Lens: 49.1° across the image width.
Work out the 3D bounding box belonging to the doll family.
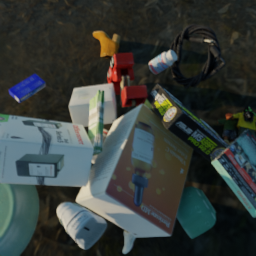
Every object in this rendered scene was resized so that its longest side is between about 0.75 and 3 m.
[{"bbox_3d":[4.115,-0.027,8.856,2.388,0.937,1.380,15,61,1],"label":"doll family"}]

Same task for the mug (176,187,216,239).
[{"bbox_3d":[1.677,2.055,7.268,0.863,1.396,1.147,-33,106,6],"label":"mug"}]

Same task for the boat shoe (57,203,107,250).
[{"bbox_3d":[-0.982,2.046,6.091,0.697,2.089,0.768,38,66,21],"label":"boat shoe"}]

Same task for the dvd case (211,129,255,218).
[{"bbox_3d":[2.821,0.937,6.439,1.948,0.214,1.422,-28,78,-43],"label":"dvd case"}]

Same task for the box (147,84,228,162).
[{"bbox_3d":[1.728,0.031,7.394,2.468,1.977,0.546,35,106,-24],"label":"box"}]

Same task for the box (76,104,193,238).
[{"bbox_3d":[0.279,1.081,6.952,1.939,1.354,2.546,37,53,-19],"label":"box"}]

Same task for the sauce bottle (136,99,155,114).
[{"bbox_3d":[0.565,-0.424,8.363,0.471,0.471,1.426,-12,37,-6],"label":"sauce bottle"}]

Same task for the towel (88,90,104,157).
[{"bbox_3d":[-0.839,-0.068,6.748,0.227,1.103,1.478,6,76,-22],"label":"towel"}]

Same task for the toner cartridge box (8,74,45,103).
[{"bbox_3d":[-3.385,-1.339,9.432,0.522,0.237,1.099,41,59,11],"label":"toner cartridge box"}]

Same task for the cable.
[{"bbox_3d":[1.927,-2.156,8.721,0.523,2.057,1.679,-32,89,-35],"label":"cable"}]

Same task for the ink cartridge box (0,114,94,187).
[{"bbox_3d":[-2.119,0.478,6.368,2.361,1.718,0.992,7,107,-20],"label":"ink cartridge box"}]

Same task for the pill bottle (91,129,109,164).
[{"bbox_3d":[-0.863,0.575,8.460,0.570,0.570,1.001,28,72,12],"label":"pill bottle"}]

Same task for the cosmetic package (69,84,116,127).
[{"bbox_3d":[-1.009,-0.687,8.364,1.254,0.773,1.258,-8,32,1],"label":"cosmetic package"}]

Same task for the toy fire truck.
[{"bbox_3d":[-0.120,-1.293,8.627,0.611,2.505,1.766,-6,79,-13],"label":"toy fire truck"}]

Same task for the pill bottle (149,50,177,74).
[{"bbox_3d":[1.104,-2.089,8.878,0.467,0.858,0.467,24,54,-37],"label":"pill bottle"}]

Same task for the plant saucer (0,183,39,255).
[{"bbox_3d":[-3.742,2.229,7.177,2.879,0.517,2.879,-5,63,10],"label":"plant saucer"}]

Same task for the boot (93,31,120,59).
[{"bbox_3d":[-0.919,-3.089,10.504,1.261,0.444,0.903,16,86,26],"label":"boot"}]

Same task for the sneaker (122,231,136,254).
[{"bbox_3d":[-0.009,2.925,7.396,0.378,0.284,0.759,28,80,-10],"label":"sneaker"}]
